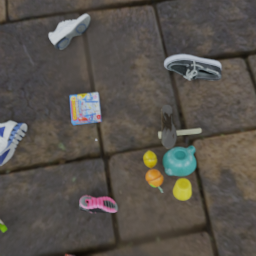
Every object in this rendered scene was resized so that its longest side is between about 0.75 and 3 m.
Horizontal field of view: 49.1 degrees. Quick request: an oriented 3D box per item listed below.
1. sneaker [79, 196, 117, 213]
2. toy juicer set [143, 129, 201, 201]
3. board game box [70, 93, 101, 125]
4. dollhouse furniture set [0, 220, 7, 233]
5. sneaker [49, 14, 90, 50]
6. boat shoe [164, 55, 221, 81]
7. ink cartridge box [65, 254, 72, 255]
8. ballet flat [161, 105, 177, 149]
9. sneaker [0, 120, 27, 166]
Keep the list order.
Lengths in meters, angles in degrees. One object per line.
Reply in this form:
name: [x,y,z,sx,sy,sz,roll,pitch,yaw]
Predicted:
sneaker: [-1.093,2.819,10.003,1.418,0.676,0.560,15,42,-17]
toy juicer set: [1.566,1.140,10.365,1.894,0.810,2.977,10,51,14]
board game box: [-1.686,-0.760,11.074,1.129,0.322,1.153,-7,74,-3]
dollhouse furniture set: [-4.915,3.447,9.253,0.904,0.693,1.380,15,41,41]
sneaker: [-2.497,-4.235,11.864,2.025,0.754,0.882,-39,73,-11]
boat shoe: [2.596,-2.300,11.245,2.305,0.851,0.787,9,61,-7]
ink cartridge box: [-1.738,4.773,9.394,0.926,0.388,0.813,9,64,6]
ballet flat: [1.502,-0.026,10.732,0.605,0.416,1.796,-1,67,-4]
sneaker: [-4.768,0.455,10.587,1.062,0.743,1.839,24,69,10]
